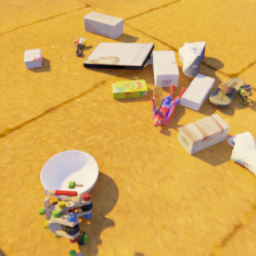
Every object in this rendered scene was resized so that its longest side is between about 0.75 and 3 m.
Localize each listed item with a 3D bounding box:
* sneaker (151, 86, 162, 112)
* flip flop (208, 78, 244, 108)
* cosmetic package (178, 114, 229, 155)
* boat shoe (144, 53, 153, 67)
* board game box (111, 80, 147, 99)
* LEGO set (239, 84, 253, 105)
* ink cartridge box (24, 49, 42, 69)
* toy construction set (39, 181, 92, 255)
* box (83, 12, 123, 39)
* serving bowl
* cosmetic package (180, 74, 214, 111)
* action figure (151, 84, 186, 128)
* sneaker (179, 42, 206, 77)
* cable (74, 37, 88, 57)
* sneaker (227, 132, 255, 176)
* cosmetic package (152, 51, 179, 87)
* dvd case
[{"bbox_3d":[1.095,-1.017,10.480,0.397,0.477,1.059,7,70,14],"label":"sneaker"},{"bbox_3d":[3.822,-1.469,10.740,0.864,0.613,2.130,34,54,29],"label":"flip flop"},{"bbox_3d":[2.435,0.190,9.077,1.450,0.633,0.749,-21,49,-19],"label":"cosmetic package"},{"bbox_3d":[0.851,-3.088,12.529,0.422,0.367,1.144,34,54,29],"label":"boat shoe"},{"bbox_3d":[0.041,-1.514,10.995,1.330,0.317,0.676,-5,45,-5],"label":"board game box"},{"bbox_3d":[4.509,-1.281,10.570,0.459,0.609,0.792,-11,36,12],"label":"LEGO set"},{"bbox_3d":[-4.230,-3.085,12.504,0.683,0.396,0.947,-9,46,-9],"label":"ink cartridge box"},{"bbox_3d":[-1.665,1.986,6.680,1.306,1.700,1.418,2,37,9],"label":"toy construction set"},{"bbox_3d":[-1.264,-5.318,14.480,1.915,0.745,0.909,23,50,22],"label":"box"},{"bbox_3d":[-1.622,1.398,7.955,1.575,0.518,1.575,0,46,0],"label":"serving bowl"},{"bbox_3d":[2.681,-1.382,10.780,0.706,0.433,1.710,23,49,21],"label":"cosmetic package"},{"bbox_3d":[1.422,-0.971,9.958,0.741,1.125,2.272,19,51,19],"label":"action figure"},{"bbox_3d":[2.648,-2.974,12.146,1.053,0.924,2.627,11,39,19],"label":"sneaker"},{"bbox_3d":[-2.381,-3.883,13.339,0.660,0.342,1.359,6,45,6],"label":"cable"},{"bbox_3d":[3.558,0.927,8.437,0.816,0.694,1.845,-11,39,5],"label":"sneaker"},{"bbox_3d":[1.532,-2.492,11.730,0.931,0.678,1.831,-1,46,-1],"label":"cosmetic package"},{"bbox_3d":[-0.392,-3.208,12.434,2.766,0.243,1.973,7,44,20],"label":"dvd case"}]
